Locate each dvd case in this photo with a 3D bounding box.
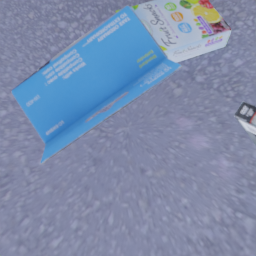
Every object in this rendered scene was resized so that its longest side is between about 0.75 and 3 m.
[{"bbox_3d":[2.707,0.576,3.409,2.591,1.892,0.285,32,93,38],"label":"dvd case"}]

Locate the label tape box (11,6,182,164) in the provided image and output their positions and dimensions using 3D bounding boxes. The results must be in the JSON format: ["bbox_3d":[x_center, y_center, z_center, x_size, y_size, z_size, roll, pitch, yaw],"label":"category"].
[{"bbox_3d":[-0.639,-0.926,4.462,2.090,2.898,0.917,-35,110,4],"label":"label tape box"}]

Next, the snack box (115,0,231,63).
[{"bbox_3d":[1.308,-2.992,8.484,2.872,0.761,2.042,-20,63,-11],"label":"snack box"}]
